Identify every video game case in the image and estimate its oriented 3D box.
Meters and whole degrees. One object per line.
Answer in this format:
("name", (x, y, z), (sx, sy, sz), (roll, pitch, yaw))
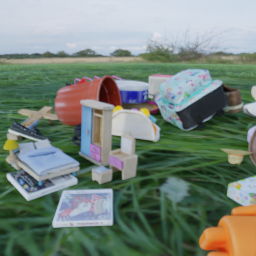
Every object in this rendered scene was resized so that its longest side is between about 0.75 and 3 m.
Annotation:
("video game case", (-2.002, 1.186, 6.489), (1.166, 0.150, 1.283), (-13, 22, -38))
("video game case", (-0.822, 1.513, 5.409), (1.039, 0.131, 1.141), (-1, 16, -3))

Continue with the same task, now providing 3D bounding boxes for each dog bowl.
("dog bowl", (-0.054, -1.607, 12.341), (1.894, 0.746, 1.894), (3, 16, -1))

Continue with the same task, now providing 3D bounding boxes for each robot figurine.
("robot figurine", (1.781, 1.615, 3.670), (1.589, 0.927, 1.143), (1, 13, 3))

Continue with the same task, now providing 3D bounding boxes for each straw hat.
("straw hat", (2.839, 0.784, 7.408), (0.843, 0.357, 0.843), (9, -6, 1))

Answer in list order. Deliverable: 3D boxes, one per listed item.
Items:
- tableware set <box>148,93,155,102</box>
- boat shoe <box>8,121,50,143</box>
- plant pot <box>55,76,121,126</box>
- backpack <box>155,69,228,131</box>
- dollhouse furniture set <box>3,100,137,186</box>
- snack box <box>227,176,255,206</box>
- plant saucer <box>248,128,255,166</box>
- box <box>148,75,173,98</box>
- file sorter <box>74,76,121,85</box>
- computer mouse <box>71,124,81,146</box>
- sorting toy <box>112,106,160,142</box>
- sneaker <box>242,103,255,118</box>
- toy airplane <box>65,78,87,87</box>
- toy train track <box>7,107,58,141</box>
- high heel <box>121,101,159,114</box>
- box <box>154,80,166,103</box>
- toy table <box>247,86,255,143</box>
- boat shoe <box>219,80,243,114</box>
("tableware set", (2.551, -1.557, 14.280), (2.926, 0.586, 1.934), (9, 31, 27))
("boat shoe", (-3.108, 0.120, 8.989), (1.363, 0.452, 0.509), (17, -4, 4))
("plant pot", (-1.541, -0.862, 10.600), (1.970, 2.025, 2.025), (-3, 14, 22))
("backpack", (2.302, -1.180, 11.166), (2.274, 1.929, 2.562), (-32, 17, -9))
("dollhouse furniture set", (-1.409, 0.321, 6.608), (2.422, 1.581, 2.287), (-9, 18, -39))
("snack box", (2.762, 1.321, 5.711), (1.182, 0.313, 0.841), (-8, 17, -28))
("plant saucer", (4.324, 0.277, 6.915), (2.581, 0.472, 2.581), (-37, 25, 21))
("box", (2.344, -2.374, 16.408), (2.062, 1.318, 1.123), (10, 19, 31))
("file sorter", (-1.594, -1.965, 14.889), (2.250, 1.411, 1.563), (-8, 19, -24))
("computer mouse", (-1.604, 0.268, 9.416), (0.517, 0.300, 1.764), (-2, 21, -3))
("sorting toy", (0.341, -0.112, 9.949), (1.920, 1.026, 1.729), (7, -1, 23))
("sneaker", (6.182, -1.060, 12.096), (2.934, 1.278, 1.093), (-8, 19, -21))
("toy airplane", (-1.865, -1.242, 12.021), (2.130, 2.130, 0.392), (13, 56, 38))
("toy train track", (-3.557, -0.113, 10.471), (1.676, 0.475, 2.922), (9, 23, 6))
("high heel", (0.261, -0.988, 12.427), (2.225, 0.750, 1.070), (-1, -2, -11))
("box", (2.010, -1.586, 13.627), (1.099, 0.767, 1.443), (19, 41, 14))
("toy table", (5.195, -0.387, 9.150), (2.610, 1.663, 2.839), (16, 22, 41))
("boat shoe", (4.007, -1.657, 12.553), (1.110, 1.112, 3.007), (-22, 28, -15))
